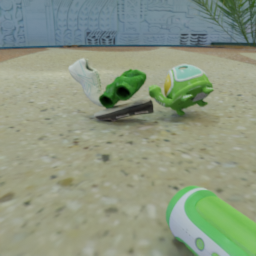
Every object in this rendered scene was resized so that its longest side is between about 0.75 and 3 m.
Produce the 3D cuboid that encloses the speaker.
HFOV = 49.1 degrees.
[{"bbox_3d":[1.613,1.803,4.081,1.072,1.072,2.423,-11,23,-27],"label":"speaker"}]

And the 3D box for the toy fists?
[{"bbox_3d":[-0.214,-1.504,10.288,1.173,0.792,2.302,-47,15,-30],"label":"toy fists"}]

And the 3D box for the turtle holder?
[{"bbox_3d":[2.110,-1.525,11.257,2.315,1.644,1.759,-29,-22,13],"label":"turtle holder"}]

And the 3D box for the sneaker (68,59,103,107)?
[{"bbox_3d":[-1.416,-1.765,11.043,0.853,2.128,0.748,-34,9,22],"label":"sneaker"}]

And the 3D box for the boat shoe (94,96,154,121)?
[{"bbox_3d":[-0.143,-0.574,10.778,2.322,0.662,0.776,-16,18,11],"label":"boat shoe"}]
